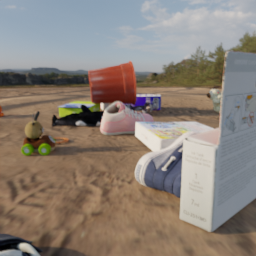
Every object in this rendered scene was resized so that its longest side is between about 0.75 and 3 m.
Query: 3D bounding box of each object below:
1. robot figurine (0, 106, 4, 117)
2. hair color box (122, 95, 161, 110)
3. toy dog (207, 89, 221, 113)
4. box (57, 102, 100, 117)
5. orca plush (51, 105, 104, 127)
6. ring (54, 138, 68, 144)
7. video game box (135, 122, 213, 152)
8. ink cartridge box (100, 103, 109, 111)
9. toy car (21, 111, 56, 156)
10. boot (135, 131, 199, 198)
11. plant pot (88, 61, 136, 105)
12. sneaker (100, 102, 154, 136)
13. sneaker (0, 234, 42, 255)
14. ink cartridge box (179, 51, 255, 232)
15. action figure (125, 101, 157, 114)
[{"bbox_3d":[-6.786,-0.912,14.052,0.916,0.742,1.273,-5,13,-14],"label":"robot figurine"},{"bbox_3d":[0.611,-1.555,16.887,2.737,0.887,1.496,0,11,7],"label":"hair color box"},{"bbox_3d":[4.912,-1.545,15.267,0.909,1.303,1.264,-32,0,-10],"label":"toy dog"},{"bbox_3d":[-2.481,-0.965,14.563,1.594,0.623,2.614,1,12,7],"label":"box"},{"bbox_3d":[-2.015,-0.584,12.032,2.506,0.891,1.319,1,12,6],"label":"orca plush"},{"bbox_3d":[-2.328,0.428,9.147,0.760,0.073,0.760,-1,11,0],"label":"ring"},{"bbox_3d":[1.605,0.274,8.532,2.269,0.583,2.491,2,11,-14],"label":"video game box"},{"bbox_3d":[-1.388,-1.442,16.749,0.404,0.693,0.957,-3,12,-14],"label":"ink cartridge box"},{"bbox_3d":[-2.550,0.117,7.960,0.901,1.142,0.938,-1,12,-4],"label":"toy car"},{"bbox_3d":[1.323,0.764,5.900,1.085,0.874,2.402,17,28,41],"label":"boot"},{"bbox_3d":[-0.877,-2.218,14.626,2.256,2.320,2.320,-7,12,-7],"label":"plant pot"},{"bbox_3d":[0.042,-0.411,10.152,2.112,1.104,0.795,-9,40,-21],"label":"sneaker"},{"bbox_3d":[-1.211,1.389,2.734,0.761,0.770,1.940,-8,13,-29],"label":"sneaker"},{"bbox_3d":[2.004,0.045,4.843,2.904,2.520,0.632,-11,16,-43],"label":"ink cartridge box"},{"bbox_3d":[0.655,-1.011,14.570,1.879,0.652,1.223,-1,17,13],"label":"action figure"}]
